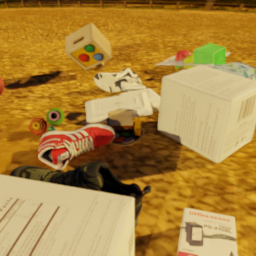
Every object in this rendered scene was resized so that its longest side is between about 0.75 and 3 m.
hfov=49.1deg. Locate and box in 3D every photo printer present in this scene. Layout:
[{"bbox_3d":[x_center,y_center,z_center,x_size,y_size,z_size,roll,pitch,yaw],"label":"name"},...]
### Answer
[{"bbox_3d":[0.395,-0.961,10.379,1.477,0.513,1.229,-12,33,-19],"label":"photo printer"}]

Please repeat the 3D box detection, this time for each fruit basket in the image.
[{"bbox_3d":[3.287,-3.387,14.220,2.946,1.381,2.729,4,26,39],"label":"fruit basket"}]

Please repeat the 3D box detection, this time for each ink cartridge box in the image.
[{"bbox_3d":[1.372,2.135,4.928,0.961,0.560,1.327,8,31,13],"label":"ink cartridge box"}]

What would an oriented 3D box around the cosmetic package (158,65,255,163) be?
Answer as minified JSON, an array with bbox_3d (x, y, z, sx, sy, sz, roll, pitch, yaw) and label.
[{"bbox_3d":[2.368,-0.547,8.275,1.895,1.883,2.264,-23,38,-34],"label":"cosmetic package"}]

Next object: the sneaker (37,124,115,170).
[{"bbox_3d":[-1.393,0.503,7.582,2.113,0.753,1.189,-9,26,0],"label":"sneaker"}]

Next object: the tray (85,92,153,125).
[{"bbox_3d":[-0.365,-0.763,9.713,2.264,0.251,1.216,-10,48,-2],"label":"tray"}]

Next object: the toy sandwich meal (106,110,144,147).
[{"bbox_3d":[-0.172,-0.013,8.657,1.512,0.518,1.512,0,33,0],"label":"toy sandwich meal"}]

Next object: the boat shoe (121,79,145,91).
[{"bbox_3d":[0.186,-1.667,10.750,1.086,0.463,0.401,-5,-6,-30],"label":"boat shoe"}]

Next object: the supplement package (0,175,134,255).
[{"bbox_3d":[-1.424,1.894,4.295,2.797,1.591,1.532,7,32,12],"label":"supplement package"}]

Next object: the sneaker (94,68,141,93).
[{"bbox_3d":[-0.389,-2.123,12.137,2.018,0.805,1.313,4,29,7],"label":"sneaker"}]

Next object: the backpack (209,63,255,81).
[{"bbox_3d":[3.738,-1.620,10.639,2.380,1.830,1.941,4,21,-28],"label":"backpack"}]

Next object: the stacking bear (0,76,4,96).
[{"bbox_3d":[-5.449,-1.317,9.832,1.066,1.139,1.875,-33,13,41],"label":"stacking bear"}]

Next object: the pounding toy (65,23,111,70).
[{"bbox_3d":[-1.881,-3.397,13.487,2.182,2.484,1.136,-19,61,23],"label":"pounding toy"}]

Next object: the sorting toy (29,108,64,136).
[{"bbox_3d":[-2.517,-0.160,8.694,1.171,0.703,0.481,-34,-1,-6],"label":"sorting toy"}]

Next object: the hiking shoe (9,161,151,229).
[{"bbox_3d":[-0.939,1.068,5.480,2.697,1.358,1.021,18,28,-4],"label":"hiking shoe"}]
